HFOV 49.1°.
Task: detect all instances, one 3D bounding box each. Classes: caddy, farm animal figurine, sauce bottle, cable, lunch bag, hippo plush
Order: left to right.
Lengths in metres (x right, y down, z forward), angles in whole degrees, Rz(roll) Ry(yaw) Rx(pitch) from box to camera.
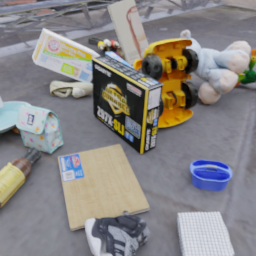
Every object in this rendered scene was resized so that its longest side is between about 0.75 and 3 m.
[{"bbox_3d":[-2.930,1.241,7.099,0.644,0.644,1.990,12,35,16],"label":"sauce bottle"},{"bbox_3d":[-2.598,-0.021,8.165,1.114,1.308,0.797,13,37,26],"label":"lunch bag"},{"bbox_3d":[-1.286,-4.721,15.311,1.359,0.704,2.797,-14,38,-19],"label":"cable"},{"bbox_3d":[-0.066,-2.854,12.668,1.424,0.751,1.440,10,53,-12],"label":"farm animal figurine"},{"bbox_3d":[2.849,-2.669,10.414,2.395,2.373,2.979,32,39,-9],"label":"hippo plush"},{"bbox_3d":[2.111,1.179,7.223,1.051,0.552,0.743,5,35,7],"label":"caddy"}]

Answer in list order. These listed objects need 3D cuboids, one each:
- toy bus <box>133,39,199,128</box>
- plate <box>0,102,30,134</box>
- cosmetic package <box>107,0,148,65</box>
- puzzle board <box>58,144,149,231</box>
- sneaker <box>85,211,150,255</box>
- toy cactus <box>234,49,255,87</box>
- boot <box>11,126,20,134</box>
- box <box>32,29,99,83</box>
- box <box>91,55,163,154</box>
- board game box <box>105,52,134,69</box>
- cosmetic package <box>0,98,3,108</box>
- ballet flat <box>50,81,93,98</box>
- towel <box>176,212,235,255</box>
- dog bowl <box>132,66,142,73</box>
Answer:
[{"bbox_3d":[0.939,-1.671,9.516,1.806,2.661,2.555,-16,26,-24],"label":"toy bus"},{"bbox_3d":[-4.387,-0.236,9.163,2.506,0.320,2.506,-5,28,3],"label":"plate"},{"bbox_3d":[0.061,-3.891,11.391,1.040,2.384,1.232,-20,22,3],"label":"cosmetic package"},{"bbox_3d":[-0.739,1.391,7.219,1.843,0.213,2.446,-11,37,-14],"label":"puzzle board"},{"bbox_3d":[-0.012,2.389,5.319,1.174,0.779,2.063,-17,37,-19],"label":"sneaker"},{"bbox_3d":[5.026,-2.088,11.145,1.916,2.323,1.188,22,70,-19],"label":"toy cactus"},{"bbox_3d":[-3.482,-0.095,9.282,0.597,0.295,0.769,20,47,32],"label":"boot"},{"bbox_3d":[-2.486,-2.860,11.289,2.313,1.301,1.172,17,18,-31],"label":"box"},{"bbox_3d":[-0.149,-0.781,8.577,0.664,2.147,2.689,-23,42,-31],"label":"box"},{"bbox_3d":[-0.424,-1.518,9.749,0.331,1.810,1.369,-15,43,-31],"label":"board game box"},{"bbox_3d":[-5.438,-1.156,9.660,2.190,1.113,0.811,6,31,30],"label":"cosmetic package"},{"bbox_3d":[-2.196,-1.431,10.899,1.849,0.642,0.642,4,36,12],"label":"ballet flat"},{"bbox_3d":[1.534,2.311,5.703,0.993,0.513,1.200,1,34,-1],"label":"towel"},{"bbox_3d":[0.623,-2.087,11.491,1.589,0.466,1.589,-4,51,5],"label":"dog bowl"}]
